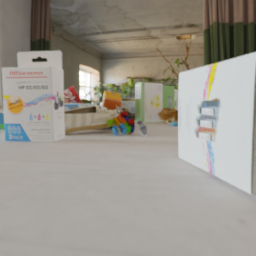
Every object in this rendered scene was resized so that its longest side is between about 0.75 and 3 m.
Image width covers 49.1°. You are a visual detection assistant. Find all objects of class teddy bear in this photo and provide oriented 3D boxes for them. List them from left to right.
[{"bbox_3d":[2.322,-0.510,13.821,1.505,0.693,2.076,8,0,19],"label":"teddy bear"}]

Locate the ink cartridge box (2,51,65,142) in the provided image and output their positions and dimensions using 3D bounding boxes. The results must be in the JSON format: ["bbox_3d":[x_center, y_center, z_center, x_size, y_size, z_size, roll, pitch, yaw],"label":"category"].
[{"bbox_3d":[-2.668,-0.930,7.950,1.484,2.578,0.874,0,5,9],"label":"ink cartridge box"}]

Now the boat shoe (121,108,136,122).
[{"bbox_3d":[-0.323,-0.648,14.161,2.328,0.693,0.836,-4,11,-33],"label":"boat shoe"}]

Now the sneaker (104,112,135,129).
[{"bbox_3d":[-0.674,-0.275,10.903,2.012,0.764,0.913,-6,19,-18],"label":"sneaker"}]

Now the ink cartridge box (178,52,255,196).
[{"bbox_3d":[2.048,-0.149,4.495,1.757,1.749,2.418,-1,6,-12],"label":"ink cartridge box"}]

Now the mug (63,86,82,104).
[{"bbox_3d":[-3.483,-1.182,15.105,1.941,1.295,1.723,-27,46,-8],"label":"mug"}]

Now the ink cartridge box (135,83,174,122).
[{"bbox_3d":[1.592,-1.309,14.589,2.697,1.962,0.647,-2,4,-32],"label":"ink cartridge box"}]

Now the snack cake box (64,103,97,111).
[{"bbox_3d":[-2.617,-0.679,13.236,1.655,0.967,2.878,0,5,8],"label":"snack cake box"}]

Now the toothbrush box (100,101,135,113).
[{"bbox_3d":[-0.445,-1.011,15.926,1.686,0.997,2.316,-2,4,-25],"label":"toothbrush box"}]

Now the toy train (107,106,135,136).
[{"bbox_3d":[-0.398,-0.266,9.451,0.752,0.550,1.300,-18,49,-29],"label":"toy train"}]

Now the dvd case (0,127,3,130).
[{"bbox_3d":[-4.976,-0.053,11.409,0.867,0.131,1.188,-3,8,-26],"label":"dvd case"}]

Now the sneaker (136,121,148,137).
[{"bbox_3d":[0.502,0.066,9.056,0.291,0.320,0.779,-21,35,3],"label":"sneaker"}]

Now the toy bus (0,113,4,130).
[{"bbox_3d":[-3.649,-0.522,10.851,1.150,2.099,2.225,46,18,9],"label":"toy bus"}]

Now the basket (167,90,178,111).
[{"bbox_3d":[1.855,-1.307,16.090,1.716,1.700,1.380,-2,2,-14],"label":"basket"}]

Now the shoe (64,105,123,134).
[{"bbox_3d":[-1.333,-0.384,9.673,2.826,0.754,0.988,-12,20,-27],"label":"shoe"}]

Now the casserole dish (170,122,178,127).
[{"bbox_3d":[2.146,-0.170,12.352,0.528,0.169,0.871,0,5,-3],"label":"casserole dish"}]

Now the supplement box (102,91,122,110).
[{"bbox_3d":[-0.787,-1.144,12.991,0.813,0.841,2.444,10,16,-7],"label":"supplement box"}]
